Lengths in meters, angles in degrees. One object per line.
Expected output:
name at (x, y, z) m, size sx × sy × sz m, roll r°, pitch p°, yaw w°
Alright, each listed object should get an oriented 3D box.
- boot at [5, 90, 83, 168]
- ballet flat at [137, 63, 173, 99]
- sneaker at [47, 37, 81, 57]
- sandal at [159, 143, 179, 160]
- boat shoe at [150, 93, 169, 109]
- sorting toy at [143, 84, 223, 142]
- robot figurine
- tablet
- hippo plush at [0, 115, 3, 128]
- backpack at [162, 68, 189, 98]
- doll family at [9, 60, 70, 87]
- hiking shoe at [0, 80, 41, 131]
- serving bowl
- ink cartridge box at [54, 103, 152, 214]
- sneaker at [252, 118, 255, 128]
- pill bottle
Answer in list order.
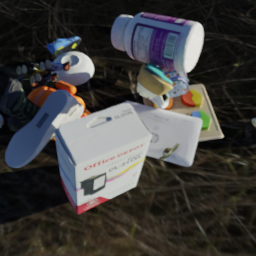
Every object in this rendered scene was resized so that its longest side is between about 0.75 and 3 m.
boot at (-2.165, 0.153, 7.676) m, size 0.901 × 1.171 × 2.450 m, roll 41°, pitch 90°, yaw 24°
ballet flat at (0.611, -1.149, 7.352) m, size 0.905 × 0.831 × 2.636 m, roll 32°, pitch 16°, yaw -5°
sneaker at (-2.453, -3.269, 10.776) m, size 0.601 × 0.505 × 1.534 m, roll 42°, pitch 49°, yaw 5°
sandal at (1.208, 0.697, 8.423) m, size 0.819 × 0.325 × 0.234 m, roll -38°, pitch 75°, yaw -25°
boat shoe at (1.098, -0.898, 8.930) m, size 0.437 × 1.308 × 0.481 m, roll -5°, pitch 83°, yaw 27°
sorting toy at (1.827, -0.562, 9.755) m, size 2.350 × 0.463 × 2.539 m, roll -8°, pitch 55°, yaw -5°
robot figurine at (-2.367, -0.580, 9.229) m, size 2.319 × 1.668 × 1.352 m, roll 19°, pitch 30°, yaw 14°
tablet at (0.883, 0.121, 9.048) m, size 2.701 × 0.184 × 1.758 m, roll 15°, pitch 64°, yaw 13°
hippo plush at (-4.748, -0.158, 8.501) m, size 1.502 × 1.886 × 1.516 m, roll 15°, pitch 63°, yaw 24°
backpack at (1.543, -1.587, 9.502) m, size 1.084 × 1.033 × 0.835 m, roll -18°, pitch 40°, yaw 4°
doll family at (-2.921, -1.854, 9.587) m, size 2.175 × 1.257 × 0.854 m, roll 0°, pitch 94°, yaw 24°
hiking shoe at (-2.837, -0.528, 7.949) m, size 1.169 × 2.321 × 0.879 m, roll 13°, pitch 64°, yaw -8°
serving bowl at (-2.217, -2.428, 10.983) m, size 1.685 × 0.554 × 1.685 m, roll 0°, pitch 56°, yaw 0°
ink cartridge box at (-0.682, 0.867, 7.117) m, size 1.944 × 2.667 × 1.104 m, roll -21°, pitch 59°, yaw -22°
sneaker at (4.679, 0.009, 9.398) m, size 0.557 × 0.384 × 1.001 m, roll -20°, pitch 51°, yaw -3°
pill bottle at (0.820, -2.669, 8.543) m, size 2.581 × 1.449 × 1.449 m, roll 22°, pitch 58°, yaw 25°
